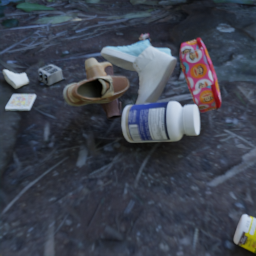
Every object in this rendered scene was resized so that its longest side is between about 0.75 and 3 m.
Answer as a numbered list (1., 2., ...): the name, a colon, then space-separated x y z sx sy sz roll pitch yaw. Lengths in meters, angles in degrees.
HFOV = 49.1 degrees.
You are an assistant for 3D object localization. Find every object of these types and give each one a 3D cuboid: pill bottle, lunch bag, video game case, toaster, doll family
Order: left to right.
1. video game case: -4.552 -1.090 11.889 0.981 0.123 1.078 0 39 0
2. toaster: -3.640 -2.504 13.272 0.885 0.581 0.979 30 47 31
3. doll family: 0.730 -3.684 12.333 0.556 0.895 0.403 -29 62 -12
4. pill bottle: 1.096 -0.193 9.337 2.375 1.319 1.319 -3 36 23
5. lunch bag: 2.690 -1.819 10.365 1.005 2.162 2.454 -16 75 17
6. pill bottle: 3.330 2.708 6.694 1.397 0.763 0.763 20 43 23

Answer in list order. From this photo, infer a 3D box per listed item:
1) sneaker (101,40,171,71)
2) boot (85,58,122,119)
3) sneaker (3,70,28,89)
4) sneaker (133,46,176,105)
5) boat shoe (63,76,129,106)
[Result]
1. sneaker: 0.375 -3.152 11.923 2.972 1.098 1.218 15 79 5
2. boot: -0.776 -1.294 10.024 0.903 2.077 2.497 -22 1 10
3. sneaker: -5.262 -2.376 13.227 0.804 0.513 1.391 -30 57 -34
4. sneaker: 0.649 -1.826 10.597 1.400 2.423 0.893 37 18 23
5. boat shoe: -0.781 -1.122 8.225 2.200 0.833 0.790 -23 7 -34
